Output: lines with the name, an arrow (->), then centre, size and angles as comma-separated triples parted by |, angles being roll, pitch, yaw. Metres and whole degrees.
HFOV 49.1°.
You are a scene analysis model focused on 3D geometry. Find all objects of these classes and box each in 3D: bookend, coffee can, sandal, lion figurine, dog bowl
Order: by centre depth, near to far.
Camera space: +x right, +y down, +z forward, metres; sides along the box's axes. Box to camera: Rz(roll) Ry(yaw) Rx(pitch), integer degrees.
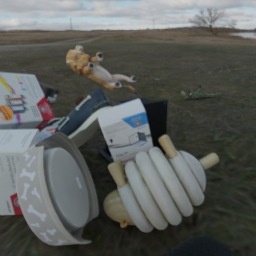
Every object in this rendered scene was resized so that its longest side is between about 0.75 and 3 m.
sandal -> 0.543, 2.359, 3.981 | 2.890, 0.692, 1.086 | 0, 17, -37
dog bowl -> -1.248, 1.139, 5.164 | 0.613, 2.092, 2.092 | -20, 20, 8
lion figurine -> -0.640, -1.266, 6.612 | 0.631, 1.742, 1.067 | -58, 24, -16
bookend -> 0.022, 0.075, 7.563 | 0.977, 2.121, 2.108 | -12, 25, -27
coffee can -> -3.330, -0.909, 10.329 | 1.113, 1.520, 1.113 | 22, 9, -4

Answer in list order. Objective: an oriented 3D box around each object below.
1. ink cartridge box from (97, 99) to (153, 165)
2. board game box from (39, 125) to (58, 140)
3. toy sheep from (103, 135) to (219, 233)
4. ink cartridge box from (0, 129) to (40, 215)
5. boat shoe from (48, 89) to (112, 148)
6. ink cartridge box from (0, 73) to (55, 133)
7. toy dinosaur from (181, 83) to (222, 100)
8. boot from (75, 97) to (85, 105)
ink cartridge box -> -0.017, 0.135, 5.846 | 0.916, 1.251, 0.537 | -19, 40, -2
board game box -> -2.435, 0.294, 9.416 | 1.263, 0.353, 1.236 | -16, 26, -35
toy sheep -> 0.630, 1.088, 5.439 | 2.435, 1.678, 1.678 | -29, 22, 6
ink cartridge box -> -3.005, 0.962, 5.930 | 2.264, 1.650, 0.938 | -1, 28, -2
boat shoe -> -1.507, -0.046, 7.711 | 2.703, 0.836, 1.012 | -38, -18, 34
ink cartridge box -> -3.498, -0.449, 7.555 | 1.562, 1.570, 2.160 | -32, -10, 30
toy dinosaur -> 3.628, -1.826, 14.553 | 2.335, 0.554, 1.029 | -7, 37, -18
boot -> -1.398, -0.906, 11.789 | 1.331, 0.456, 1.253 | 17, -6, 30
